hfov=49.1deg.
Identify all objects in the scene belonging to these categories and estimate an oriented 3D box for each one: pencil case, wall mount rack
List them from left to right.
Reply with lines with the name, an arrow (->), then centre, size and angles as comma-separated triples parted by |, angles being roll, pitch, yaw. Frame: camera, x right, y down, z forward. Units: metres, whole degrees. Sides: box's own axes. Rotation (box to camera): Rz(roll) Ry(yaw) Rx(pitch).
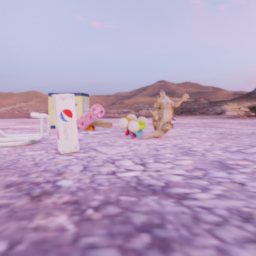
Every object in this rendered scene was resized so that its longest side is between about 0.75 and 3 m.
wall mount rack -> -3.487, -0.044, 7.957 | 2.319, 0.995, 2.669 | -1, 2, -9
pencil case -> -1.672, -0.450, 12.201 | 1.470, 0.609, 0.636 | -32, -2, 39

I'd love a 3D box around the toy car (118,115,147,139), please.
toy car -> 0.145, -0.003, 9.404 | 0.956, 0.717, 0.837 | 15, 23, 29

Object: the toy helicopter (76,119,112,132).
toy helicopter -> -1.671, -0.203, 13.190 | 2.187, 0.863, 1.446 | 6, 8, 41

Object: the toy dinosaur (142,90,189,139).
toy dinosaur -> 1.254, -0.355, 9.940 | 1.046, 2.436, 1.651 | 23, -22, 5

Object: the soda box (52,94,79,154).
soda box -> -1.336, -0.100, 6.001 | 0.394, 1.238, 0.421 | -7, 11, -23

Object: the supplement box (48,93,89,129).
supplement box -> -3.402, -0.986, 16.223 | 2.044, 2.042, 1.372 | 0, 3, 9

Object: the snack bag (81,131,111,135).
snack bag -> -1.376, 0.204, 11.944 | 1.001, 0.107, 0.943 | -1, 1, 32
